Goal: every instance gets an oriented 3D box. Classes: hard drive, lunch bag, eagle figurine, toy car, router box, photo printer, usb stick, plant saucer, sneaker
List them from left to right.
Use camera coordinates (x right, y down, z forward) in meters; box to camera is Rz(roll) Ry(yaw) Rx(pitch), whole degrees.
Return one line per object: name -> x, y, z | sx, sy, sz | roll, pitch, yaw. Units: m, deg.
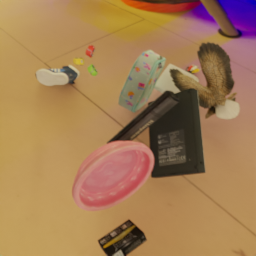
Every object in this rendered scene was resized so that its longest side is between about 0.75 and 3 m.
sneaker -> -3.145, -2.454, 12.882 | 1.833, 0.738, 1.342 | 10, 30, 25
toy car -> -1.393, -2.228, 9.728 | 0.953, 1.013, 0.226 | 58, 27, -3
plant saucer -> -0.446, 1.260, 7.744 | 2.460, 2.460, 0.623 | -23, 49, -19
router box -> -0.166, 2.907, 7.223 | 1.042, 0.272, 0.819 | -28, 21, -21
usb stick -> 0.419, -0.164, 8.971 | 0.462, 2.835, 0.786 | 57, 23, 18
lunch bag -> 0.612, -1.842, 10.894 | 0.897, 2.327, 1.867 | 32, 27, 10
hard drive -> 1.467, 0.210, 9.020 | 1.838, 0.433, 2.634 | -16, 69, 41
photo printer -> 2.092, -1.860, 11.939 | 1.592, 0.553, 1.325 | 35, 87, 27
eagle figurine -> 2.943, -1.534, 10.458 | 1.961, 2.599, 1.972 | -10, 40, 35

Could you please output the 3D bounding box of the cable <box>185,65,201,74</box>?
cable -> 2.788, -2.590, 13.141 | 1.311, 0.330, 0.637 | -35, 57, -27
